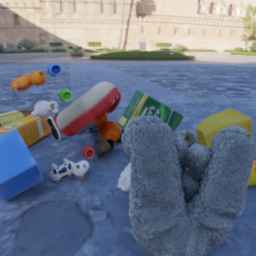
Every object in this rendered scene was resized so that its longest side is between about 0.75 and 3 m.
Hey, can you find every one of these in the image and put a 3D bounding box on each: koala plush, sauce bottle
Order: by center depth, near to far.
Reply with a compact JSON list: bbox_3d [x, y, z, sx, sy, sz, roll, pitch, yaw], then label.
[{"bbox_3d":[0.801,1.116,5.582,2.285,2.368,2.576,7,-4,-7],"label":"koala plush"},{"bbox_3d":[-4.569,-0.301,11.507,0.843,0.843,2.555,9,18,27],"label":"sauce bottle"}]

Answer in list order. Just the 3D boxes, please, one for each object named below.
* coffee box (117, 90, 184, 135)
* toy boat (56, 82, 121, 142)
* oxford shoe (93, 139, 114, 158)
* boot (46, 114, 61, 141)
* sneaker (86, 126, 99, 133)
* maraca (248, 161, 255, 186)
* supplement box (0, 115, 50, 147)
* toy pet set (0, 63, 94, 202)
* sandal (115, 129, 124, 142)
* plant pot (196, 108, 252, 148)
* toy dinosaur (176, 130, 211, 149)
[{"bbox_3d":[0.777,-0.249,9.130,2.124,1.306,0.467,25,9,-42],"label":"coffee box"},{"bbox_3d":[-0.955,-0.319,9.366,1.882,1.886,2.885,-33,11,17],"label":"toy boat"},{"bbox_3d":[-0.704,0.596,8.688,0.615,0.529,1.457,-24,8,-4],"label":"oxford shoe"},{"bbox_3d":[-2.600,-0.026,10.379,0.340,0.939,0.677,-14,10,23],"label":"boot"},{"bbox_3d":[-1.596,-0.263,11.463,0.801,0.716,1.955,-19,17,-22],"label":"sneaker"},{"bbox_3d":[3.164,1.096,7.099,1.064,0.569,0.730,-25,37,3],"label":"maraca"},{"bbox_3d":[-3.705,0.165,9.850,0.817,0.845,2.457,-4,17,15],"label":"supplement box"},{"bbox_3d":[-2.080,0.269,6.589,2.657,2.846,1.511,-29,24,-21],"label":"toy pet set"},{"bbox_3d":[-0.068,0.200,10.672,0.508,0.323,1.351,9,20,28],"label":"sandal"},{"bbox_3d":[2.963,0.299,8.889,1.369,1.338,1.329,-14,19,-4],"label":"plant pot"},{"bbox_3d":[1.937,0.907,7.695,1.176,0.885,2.299,-1,27,7],"label":"toy dinosaur"}]
